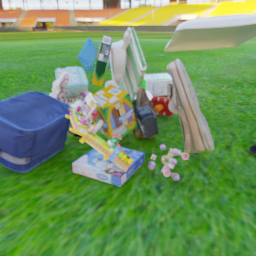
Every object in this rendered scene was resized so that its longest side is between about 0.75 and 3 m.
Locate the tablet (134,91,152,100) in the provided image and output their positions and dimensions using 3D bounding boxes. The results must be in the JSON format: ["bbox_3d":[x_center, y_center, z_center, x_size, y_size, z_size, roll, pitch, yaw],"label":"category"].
[{"bbox_3d":[0.106,-1.746,13.802,2.329,0.159,1.515,10,27,-14],"label":"tablet"}]

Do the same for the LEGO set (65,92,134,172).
[{"bbox_3d":[-0.760,-0.074,7.539,2.664,0.992,1.226,46,17,33],"label":"LEGO set"}]

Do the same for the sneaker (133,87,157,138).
[{"bbox_3d":[0.660,-0.556,10.546,0.844,0.787,2.235,7,58,-4],"label":"sneaker"}]

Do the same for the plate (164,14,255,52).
[{"bbox_3d":[2.783,-3.140,9.328,2.899,0.469,2.893,-5,3,0],"label":"plate"}]

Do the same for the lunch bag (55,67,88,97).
[{"bbox_3d":[-2.599,-2.216,13.042,1.430,0.687,1.783,-9,45,-16],"label":"lunch bag"}]

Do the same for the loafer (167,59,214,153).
[{"bbox_3d":[1.582,-0.445,7.920,0.918,2.919,1.049,-19,25,20],"label":"loafer"}]

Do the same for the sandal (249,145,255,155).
[{"bbox_3d":[4.552,0.583,9.109,1.550,0.332,0.589,-11,25,-25],"label":"sandal"}]

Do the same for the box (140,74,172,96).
[{"bbox_3d":[1.630,-2.407,15.643,1.636,0.896,1.854,-4,22,-5],"label":"box"}]

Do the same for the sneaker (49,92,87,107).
[{"bbox_3d":[-2.601,-1.336,13.181,2.254,0.817,1.285,-19,33,-37],"label":"sneaker"}]

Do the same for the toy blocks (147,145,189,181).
[{"bbox_3d":[1.066,0.884,7.267,0.859,0.802,0.723,25,-2,-4],"label":"toy blocks"}]

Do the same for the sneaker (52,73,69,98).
[{"bbox_3d":[-1.955,-1.252,7.899,0.437,0.878,0.329,48,39,17],"label":"sneaker"}]

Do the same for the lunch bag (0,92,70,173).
[{"bbox_3d":[-3.009,0.176,8.387,1.745,1.699,2.568,27,30,17],"label":"lunch bag"}]

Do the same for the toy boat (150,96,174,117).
[{"bbox_3d":[1.379,-0.862,11.843,1.207,0.788,0.789,13,26,29],"label":"toy boat"}]

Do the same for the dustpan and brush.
[{"bbox_3d":[-0.286,-2.780,10.368,0.680,2.377,1.659,-6,67,-7],"label":"dustpan and brush"}]

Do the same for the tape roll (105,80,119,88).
[{"bbox_3d":[-0.538,-1.189,10.968,0.249,1.363,1.363,-21,28,-17],"label":"tape roll"}]

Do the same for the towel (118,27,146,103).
[{"bbox_3d":[0.006,-2.197,10.703,0.306,2.617,1.996,-9,68,-20],"label":"towel"}]

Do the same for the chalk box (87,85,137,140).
[{"bbox_3d":[-0.496,-0.326,9.308,1.090,1.759,1.098,-33,39,-24],"label":"chalk box"}]

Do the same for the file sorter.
[{"bbox_3d":[-1.550,-3.272,13.189,0.922,1.043,1.503,24,-8,11],"label":"file sorter"}]

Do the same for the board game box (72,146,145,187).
[{"bbox_3d":[-0.525,0.999,8.096,1.533,0.334,1.540,10,24,26],"label":"board game box"}]

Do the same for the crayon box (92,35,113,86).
[{"bbox_3d":[-0.923,-2.376,9.971,0.395,1.169,1.355,14,53,-9],"label":"crayon box"}]

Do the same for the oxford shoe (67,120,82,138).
[{"bbox_3d":[-1.954,-0.001,9.811,1.373,0.484,0.514,20,37,-5],"label":"oxford shoe"}]

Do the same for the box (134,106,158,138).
[{"bbox_3d":[0.608,-0.206,9.254,0.477,0.770,0.757,-21,34,-13],"label":"box"}]
